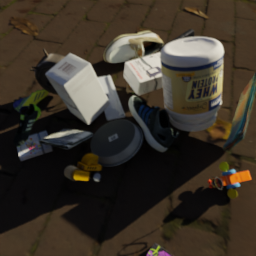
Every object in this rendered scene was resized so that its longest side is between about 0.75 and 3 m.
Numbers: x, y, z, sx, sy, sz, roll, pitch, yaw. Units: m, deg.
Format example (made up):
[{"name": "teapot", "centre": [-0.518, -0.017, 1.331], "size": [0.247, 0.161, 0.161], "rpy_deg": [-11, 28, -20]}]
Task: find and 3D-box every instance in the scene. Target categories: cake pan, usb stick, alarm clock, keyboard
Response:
[{"name": "cake pan", "centre": [-0.416, 0.390, 8.627], "size": [1.738, 0.319, 1.738], "rpy_deg": [-16, 43, 15]}, {"name": "usb stick", "centre": [2.134, -3.680, 12.198], "size": [1.961, 0.544, 0.320], "rpy_deg": [-36, 50, -17]}, {"name": "alarm clock", "centre": [-2.390, -1.738, 10.057], "size": [2.156, 1.455, 0.718], "rpy_deg": [32, 44, -22]}, {"name": "keyboard", "centre": [-0.732, -1.186, 10.558], "size": [0.669, 0.127, 2.377], "rpy_deg": [-15, 50, -6]}]

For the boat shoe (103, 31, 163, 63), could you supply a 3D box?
[{"name": "boat shoe", "centre": [0.282, -3.371, 11.815], "size": [2.768, 1.034, 0.947], "rpy_deg": [-30, 49, -25]}]

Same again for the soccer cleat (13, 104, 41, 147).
[{"name": "soccer cleat", "centre": [-3.203, -0.104, 8.652], "size": [0.476, 0.571, 1.409], "rpy_deg": [12, 65, 22]}]

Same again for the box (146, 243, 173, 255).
[{"name": "box", "centre": [0.653, 3.320, 6.566], "size": [0.708, 0.179, 0.990], "rpy_deg": [28, 53, 22]}]

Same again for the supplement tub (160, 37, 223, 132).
[{"name": "supplement tub", "centre": [2.009, -1.350, 8.844], "size": [1.843, 2.552, 1.843], "rpy_deg": [-7, 34, 5]}]

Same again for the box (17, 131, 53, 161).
[{"name": "box", "centre": [-3.013, 0.563, 8.960], "size": [1.012, 0.208, 0.789], "rpy_deg": [-18, 51, -14]}]

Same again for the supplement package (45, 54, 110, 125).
[{"name": "supplement package", "centre": [-1.595, -1.234, 9.179], "size": [1.116, 1.909, 1.120], "rpy_deg": [32, 70, 36]}]

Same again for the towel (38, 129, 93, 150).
[{"name": "towel", "centre": [-1.919, 0.291, 8.682], "size": [1.208, 0.217, 1.255], "rpy_deg": [8, 22, 27]}]

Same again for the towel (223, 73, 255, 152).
[{"name": "towel", "centre": [3.448, -0.445, 8.542], "size": [0.236, 1.592, 2.172], "rpy_deg": [20, 72, 10]}]

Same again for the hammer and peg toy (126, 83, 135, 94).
[{"name": "hammer and peg toy", "centre": [0.327, -1.536, 10.721], "size": [0.785, 0.277, 0.578], "rpy_deg": [6, 50, -2]}]

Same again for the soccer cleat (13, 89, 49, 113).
[{"name": "soccer cleat", "centre": [-3.485, -0.963, 10.217], "size": [1.375, 0.445, 0.575], "rpy_deg": [-30, 82, -28]}]

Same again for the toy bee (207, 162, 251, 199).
[{"name": "toy bee", "centre": [2.678, 1.441, 7.899], "size": [1.496, 0.813, 0.979], "rpy_deg": [19, 62, -25]}]

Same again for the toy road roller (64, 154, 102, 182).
[{"name": "toy road roller", "centre": [-1.230, 1.093, 7.881], "size": [1.010, 0.738, 0.621], "rpy_deg": [8, 0, -34]}]

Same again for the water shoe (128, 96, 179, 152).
[{"name": "water shoe", "centre": [0.846, -0.328, 9.052], "size": [0.970, 0.879, 2.458], "rpy_deg": [-45, 49, 21]}]

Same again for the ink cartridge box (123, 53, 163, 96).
[{"name": "ink cartridge box", "centre": [0.802, -2.007, 10.304], "size": [1.619, 0.683, 1.172], "rpy_deg": [-21, 57, -19]}]
